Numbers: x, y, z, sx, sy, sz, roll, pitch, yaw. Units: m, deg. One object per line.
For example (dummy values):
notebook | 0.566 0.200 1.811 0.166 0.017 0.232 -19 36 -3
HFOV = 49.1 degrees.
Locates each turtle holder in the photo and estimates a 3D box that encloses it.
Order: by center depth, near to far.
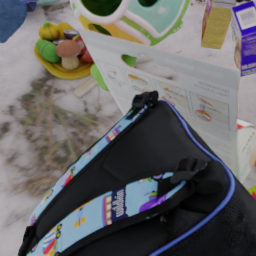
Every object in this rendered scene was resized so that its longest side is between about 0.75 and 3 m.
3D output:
turtle holder | -0.157 -2.083 4.565 1.934 2.546 1.808 44 32 1

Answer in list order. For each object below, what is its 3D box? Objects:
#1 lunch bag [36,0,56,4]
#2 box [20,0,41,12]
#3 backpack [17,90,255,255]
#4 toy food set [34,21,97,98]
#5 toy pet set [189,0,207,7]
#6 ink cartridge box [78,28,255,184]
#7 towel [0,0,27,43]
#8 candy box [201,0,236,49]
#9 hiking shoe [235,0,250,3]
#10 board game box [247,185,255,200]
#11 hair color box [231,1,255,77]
lunch bag | -3.158 -5.229 10.327 1.191 0.573 1.485 -18 57 -9
box | -3.921 -4.628 9.540 2.777 0.450 1.682 0 66 15
backpack | 0.011 0.944 2.580 2.098 1.411 1.915 -41 23 8
toy food set | -1.694 -2.357 8.137 1.676 0.930 2.849 -35 63 -22
toy pet set | 2.597 -4.047 9.460 1.583 0.900 1.696 25 25 14
ink cartridge box | 0.702 -0.342 4.067 2.186 2.696 0.676 26 67 33
towel | -2.962 -2.170 4.646 1.257 2.252 0.547 -13 75 41
candy box | 2.227 -3.092 6.712 0.572 2.025 1.181 10 53 5
hiking shoe | 2.289 -2.675 5.122 1.527 0.769 0.578 -21 84 -52
board game box | 2.202 1.079 3.031 1.457 2.869 0.683 32 44 -2
hair color box | 2.364 -1.720 5.616 0.442 1.365 0.746 -14 63 17
